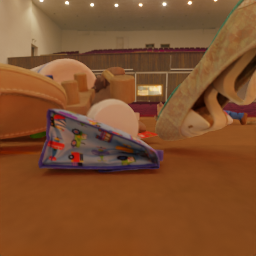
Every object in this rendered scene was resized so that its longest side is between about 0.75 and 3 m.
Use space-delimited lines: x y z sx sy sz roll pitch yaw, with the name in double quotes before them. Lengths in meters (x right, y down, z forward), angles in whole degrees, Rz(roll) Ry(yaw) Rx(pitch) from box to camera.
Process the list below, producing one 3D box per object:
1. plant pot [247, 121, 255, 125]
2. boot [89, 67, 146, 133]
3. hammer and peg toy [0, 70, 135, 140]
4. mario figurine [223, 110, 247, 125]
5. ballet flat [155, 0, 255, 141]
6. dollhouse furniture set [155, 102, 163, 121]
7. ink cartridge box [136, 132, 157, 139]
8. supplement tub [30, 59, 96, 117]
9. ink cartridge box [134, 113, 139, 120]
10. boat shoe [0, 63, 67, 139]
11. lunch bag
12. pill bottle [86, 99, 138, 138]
"plant pot" 4.968 -0.191 10.742 0.792 0.109 0.792 1 3 0
"boot" -0.285 -0.630 6.260 1.982 1.449 0.696 4 -7 45
"hammer and peg toy" -1.195 -0.488 5.237 2.603 0.918 1.915 -4 16 -2
"mario figurine" 3.611 -0.351 10.777 1.701 0.902 1.050 12 -29 20
"ballet flat" 0.868 -0.338 2.836 0.682 0.630 2.021 -8 -35 -29
"dollhouse furniture set" 2.214 -0.898 15.336 1.392 0.988 1.103 0 3 -3
"ink cartridge box" 0.007 0.075 4.353 0.792 0.198 0.642 -12 6 -11
"supplement tub" -2.335 -0.978 8.584 1.916 1.916 2.904 -2 3 -36
"ink cartridge box" -0.512 -0.573 14.246 1.260 0.494 2.662 2 2 26
"boat shoe" -1.897 -0.077 2.971 2.831 1.009 0.913 -5 43 -38
"lunch bag" -0.176 0.148 2.493 1.003 0.472 0.755 9 0 -4
"pill bottle" -0.220 -0.039 3.419 0.612 0.612 1.051 -1 4 -9
